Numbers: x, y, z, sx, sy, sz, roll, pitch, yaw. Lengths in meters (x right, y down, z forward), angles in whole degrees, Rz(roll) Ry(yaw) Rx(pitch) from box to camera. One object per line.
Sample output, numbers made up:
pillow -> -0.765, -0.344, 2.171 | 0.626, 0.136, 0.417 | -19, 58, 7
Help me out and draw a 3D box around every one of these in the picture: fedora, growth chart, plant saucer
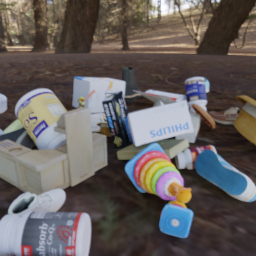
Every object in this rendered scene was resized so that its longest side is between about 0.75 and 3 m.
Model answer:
fedora -> 4.365, 0.046, 9.150 | 2.628, 1.072, 2.628 | 36, 14, -10
fedora -> -0.773, 0.088, 10.594 | 0.932, 0.380, 0.932 | 11, -14, 3
growth chart -> -1.556, -0.265, 12.090 | 1.761, 0.216, 2.433 | -1, 19, -6
plant saucer -> 3.102, -0.511, 11.462 | 0.210, 1.303, 1.303 | -42, 22, 5

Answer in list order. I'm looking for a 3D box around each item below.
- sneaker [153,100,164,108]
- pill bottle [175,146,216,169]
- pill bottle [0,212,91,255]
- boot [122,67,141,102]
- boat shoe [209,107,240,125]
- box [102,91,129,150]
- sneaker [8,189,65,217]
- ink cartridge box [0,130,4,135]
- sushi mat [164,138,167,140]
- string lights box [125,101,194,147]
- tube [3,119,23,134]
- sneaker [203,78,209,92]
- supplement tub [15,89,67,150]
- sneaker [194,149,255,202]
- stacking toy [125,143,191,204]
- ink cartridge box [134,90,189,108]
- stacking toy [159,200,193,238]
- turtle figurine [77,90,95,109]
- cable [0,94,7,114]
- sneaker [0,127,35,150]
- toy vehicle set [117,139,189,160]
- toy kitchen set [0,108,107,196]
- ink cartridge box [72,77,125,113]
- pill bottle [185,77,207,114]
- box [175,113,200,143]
sneaker -> 1.558, -0.985, 13.387 | 0.543, 0.515, 1.348 | 21, 2, -8
pill bottle -> 1.973, 0.884, 8.200 | 1.107, 0.606, 0.606 | -8, 20, -2
pill bottle -> -1.460, 1.931, 4.955 | 1.485, 0.860, 0.860 | 1, 20, 3
boot -> 0.224, -2.747, 16.483 | 1.087, 1.941, 2.807 | 3, 19, 7
boat shoe -> 4.556, -0.545, 12.066 | 2.084, 0.748, 0.789 | 11, 22, 28
box -> -0.335, -0.294, 9.852 | 0.404, 1.758, 1.397 | -9, 16, 17
sneaker -> -1.848, 1.585, 5.872 | 1.379, 0.797, 0.508 | -26, 68, -40
ink cartridge box -> -5.153, 0.030, 9.603 | 0.997, 0.980, 1.354 | -48, 39, -18
sushi mat -> 1.687, 0.099, 10.694 | 0.072, 0.570, 1.191 | 46, 27, 1
string lights box -> 0.759, -0.082, 8.350 | 1.530, 0.878, 2.978 | -13, -1, -3
tube -> -4.212, -0.014, 10.822 | 0.665, 0.743, 2.562 | 19, 22, 2
sneaker -> 5.077, -2.976, 18.770 | 0.756, 0.838, 2.046 | 2, 20, 3
supplement tub -> -2.499, -0.119, 8.853 | 1.402, 1.402, 1.928 | -22, 66, -46
sneaker -> 2.399, 1.214, 7.106 | 0.762, 0.722, 1.886 | 35, 8, -32
stacking toy -> 0.835, 1.191, 6.263 | 1.091, 1.031, 1.879 | -38, 23, -11
ink cartridge box -> 1.734, -1.602, 13.888 | 1.997, 0.701, 2.457 | 15, -6, 35
stacking toy -> 1.028, 1.745, 5.954 | 0.602, 0.637, 1.097 | 13, 14, 10
turtle figurine -> -2.275, -0.328, 10.776 | 2.141, 0.855, 2.655 | 1, 57, 25
cable -> -7.134, -1.113, 13.627 | 2.295, 0.794, 2.295 | -7, 21, -24
sneaker -> -3.789, 0.303, 9.544 | 1.203, 0.847, 2.265 | -1, 18, 4
toy vehicle set -> 0.737, 0.655, 8.565 | 1.904, 0.252, 1.183 | -6, 10, 39
toy kitchen set -> -2.136, 0.331, 7.801 | 2.161, 1.954, 2.395 | 14, 24, 35
ink cartridge box -> -1.411, -1.629, 13.622 | 2.057, 1.488, 1.514 | -6, 19, -39
pill bottle -> 3.234, -1.509, 13.294 | 0.929, 1.606, 0.929 | -5, -7, -1
box -> 2.349, -0.046, 10.869 | 0.739, 0.615, 1.798 | 8, 21, 19
